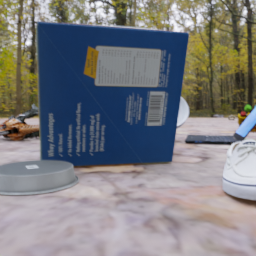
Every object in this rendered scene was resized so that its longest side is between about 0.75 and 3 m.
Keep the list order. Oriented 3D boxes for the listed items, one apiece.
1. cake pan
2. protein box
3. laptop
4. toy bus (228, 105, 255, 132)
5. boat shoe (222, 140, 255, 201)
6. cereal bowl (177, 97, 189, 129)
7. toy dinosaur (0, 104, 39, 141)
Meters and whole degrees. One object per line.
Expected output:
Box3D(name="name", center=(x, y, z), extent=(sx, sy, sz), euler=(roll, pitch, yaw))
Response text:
Box3D(name="cake pan", center=(-1.409, 0.698, 4.171), extent=(1.334, 0.245, 1.334), euler=(0, 4, 0))
Box3D(name="protein box", center=(-0.460, -0.736, 5.759), extent=(2.600, 2.581, 1.754), euler=(-1, 19, -14))
Box3D(name="laptop", center=(3.416, -0.197, 9.909), extent=(2.666, 1.377, 2.363), euler=(1, 3, 15))
Box3D(name="toy bus", center=(6.373, -0.227, 14.493), extent=(1.667, 0.913, 1.766), euler=(29, -40, -17))
Box3D(name="boat shoe", center=(1.686, 0.500, 3.949), extent=(0.668, 0.657, 1.883), euler=(1, 3, 18))
Box3D(name="cereal bowl", center=(1.339, -0.527, 10.056), extent=(1.563, 1.563, 0.651), euler=(0, -30, -6))
Box3D(name="toy dinosaur", center=(-3.940, 0.063, 10.407), extent=(2.607, 1.331, 1.769), euler=(25, 33, 35))
